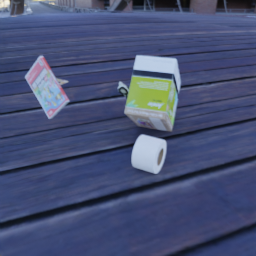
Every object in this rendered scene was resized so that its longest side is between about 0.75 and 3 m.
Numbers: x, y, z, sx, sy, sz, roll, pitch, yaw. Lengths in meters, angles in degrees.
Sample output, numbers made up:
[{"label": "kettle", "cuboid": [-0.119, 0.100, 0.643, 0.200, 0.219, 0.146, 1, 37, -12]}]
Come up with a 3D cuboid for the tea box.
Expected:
[{"label": "tea box", "cuboid": [0.962, -1.139, 10.050, 1.429, 2.104, 2.138, 10, -8, 16]}]

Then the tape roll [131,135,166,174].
[{"label": "tape roll", "cuboid": [0.643, 0.789, 8.435, 0.716, 1.043, 1.043, 13, 31, 24]}]

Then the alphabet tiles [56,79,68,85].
[{"label": "alphabet tiles", "cuboid": [-4.230, -2.457, 15.461, 1.200, 0.054, 1.436, 16, 32, 27]}]

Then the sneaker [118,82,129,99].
[{"label": "sneaker", "cuboid": [-0.023, -1.468, 11.078, 0.416, 1.081, 0.479, -25, 52, 23]}]

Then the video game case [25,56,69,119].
[{"label": "video game case", "cuboid": [-2.860, -1.374, 9.769, 1.292, 1.807, 0.158, -34, -5, 40]}]
